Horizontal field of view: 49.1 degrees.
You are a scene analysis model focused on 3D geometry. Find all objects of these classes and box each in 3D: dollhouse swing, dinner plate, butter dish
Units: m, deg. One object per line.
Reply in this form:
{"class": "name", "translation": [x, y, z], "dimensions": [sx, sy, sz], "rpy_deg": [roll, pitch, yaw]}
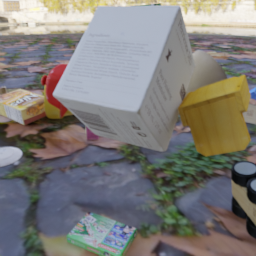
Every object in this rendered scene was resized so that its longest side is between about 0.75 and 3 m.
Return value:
{"class": "dollhouse swing", "translation": [2.437, -0.298, 7.437], "dimensions": [1.640, 1.442, 1.491], "rpy_deg": [-17, 20, 37]}
{"class": "dinner plate", "translation": [-4.408, 0.952, 9.699], "dimensions": [1.376, 0.167, 1.376], "rpy_deg": [1, 23, 0]}
{"class": "butter dish", "translation": [-2.244, -1.401, 9.079], "dimensions": [1.162, 1.572, 1.568], "rpy_deg": [18, 39, 3]}

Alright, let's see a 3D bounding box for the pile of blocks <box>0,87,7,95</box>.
{"class": "pile of blocks", "translation": [-7.495, -1.958, 15.488], "dimensions": [0.799, 0.605, 1.946], "rpy_deg": [6, 25, 14]}

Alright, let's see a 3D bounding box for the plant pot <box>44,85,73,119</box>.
{"class": "plant pot", "translation": [-2.679, -1.344, 12.663], "dimensions": [1.800, 1.914, 1.914], "rpy_deg": [2, 24, -3]}

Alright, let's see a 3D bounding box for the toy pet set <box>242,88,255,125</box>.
{"class": "toy pet set", "translation": [5.837, -1.348, 13.094], "dimensions": [2.805, 1.490, 2.619], "rpy_deg": [16, 29, 32]}

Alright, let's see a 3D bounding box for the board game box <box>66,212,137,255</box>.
{"class": "board game box", "translation": [-0.585, 2.442, 6.378], "dimensions": [1.343, 0.196, 0.904], "rpy_deg": [11, 27, 23]}

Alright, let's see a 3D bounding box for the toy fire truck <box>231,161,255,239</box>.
{"class": "toy fire truck", "translation": [4.107, 1.821, 6.358], "dimensions": [2.825, 1.817, 2.486], "rpy_deg": [-13, 25, -4]}

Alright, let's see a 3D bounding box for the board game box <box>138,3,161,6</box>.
{"class": "board game box", "translation": [0.797, -3.459, 9.985], "dimensions": [1.117, 2.132, 0.250], "rpy_deg": [-7, -16, -2]}

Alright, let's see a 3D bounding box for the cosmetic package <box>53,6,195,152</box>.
{"class": "cosmetic package", "translation": [0.101, -1.321, 7.573], "dimensions": [2.429, 2.427, 2.944], "rpy_deg": [13, 71, 27]}

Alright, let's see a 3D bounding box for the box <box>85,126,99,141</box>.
{"class": "box", "translation": [-1.449, -0.160, 11.069], "dimensions": [0.491, 1.016, 0.894], "rpy_deg": [-4, 24, -9]}

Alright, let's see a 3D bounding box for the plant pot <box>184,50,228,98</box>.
{"class": "plant pot", "translation": [3.600, -2.355, 14.507], "dimensions": [1.819, 2.710, 2.710], "rpy_deg": [-37, 31, -2]}

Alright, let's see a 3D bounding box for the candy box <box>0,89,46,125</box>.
{"class": "candy box", "translation": [-4.975, -1.048, 13.137], "dimensions": [2.790, 0.772, 1.611], "rpy_deg": [17, 34, 38]}
